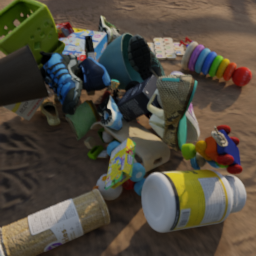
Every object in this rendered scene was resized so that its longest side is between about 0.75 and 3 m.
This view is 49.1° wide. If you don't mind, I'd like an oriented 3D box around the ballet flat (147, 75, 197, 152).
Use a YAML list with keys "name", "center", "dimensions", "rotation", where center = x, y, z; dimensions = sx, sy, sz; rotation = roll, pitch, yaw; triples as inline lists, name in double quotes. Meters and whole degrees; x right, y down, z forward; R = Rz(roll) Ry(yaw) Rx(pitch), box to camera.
- name: "ballet flat"
  center: [1.046, -0.357, 7.209]
  dimensions: [1.120, 2.975, 1.009]
  rotation: [12, 63, 13]

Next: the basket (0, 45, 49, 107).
- name: "basket"
  center: [-3.391, -1.279, 7.915]
  dimensions: [1.792, 1.616, 1.219]
  rotation: [-24, 35, -16]

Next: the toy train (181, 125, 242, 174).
- name: "toy train"
  center: [1.873, 0.483, 6.856]
  dimensions: [1.290, 2.230, 0.944]
  rotation: [-13, 60, 32]

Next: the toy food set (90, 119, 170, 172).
- name: "toy food set"
  center: [0.091, 0.449, 8.491]
  dimensions: [2.175, 0.657, 1.561]
  rotation: [39, 27, 25]

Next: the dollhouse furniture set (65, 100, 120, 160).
- name: "dollhouse furniture set"
  center: [-0.957, 0.025, 8.417]
  dimensions: [0.816, 1.626, 1.065]
  rotation: [-2, 34, 38]

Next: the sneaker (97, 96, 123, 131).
- name: "sneaker"
  center: [-0.497, -0.391, 8.318]
  dimensions: [0.580, 0.665, 1.479]
  rotation: [-40, 33, 20]

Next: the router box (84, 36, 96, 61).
- name: "router box"
  center: [-1.417, -2.708, 10.376]
  dimensions: [0.281, 0.822, 1.102]
  rotation: [-7, 73, -13]

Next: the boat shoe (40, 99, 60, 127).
- name: "boat shoe"
  center: [-2.764, -0.648, 9.949]
  dimensions: [0.530, 0.453, 1.445]
  rotation: [-17, 47, -28]

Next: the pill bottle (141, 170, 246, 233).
- name: "pill bottle"
  center: [1.632, 1.701, 6.816]
  dimensions: [2.385, 1.336, 1.336]
  rotation: [1, 41, -26]

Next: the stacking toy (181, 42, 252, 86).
- name: "stacking toy"
  center: [3.698, -2.548, 11.560]
  dimensions: [2.812, 1.200, 1.200]
  rotation: [27, 50, 20]

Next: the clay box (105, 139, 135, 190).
- name: "clay box"
  center: [-0.177, 0.884, 6.505]
  dimensions: [0.283, 0.684, 1.190]
  rotation: [32, 39, -21]

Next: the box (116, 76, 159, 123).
- name: "box"
  center: [0.368, -0.868, 8.556]
  dimensions: [1.288, 0.672, 0.953]
  rotation: [-24, 24, 43]

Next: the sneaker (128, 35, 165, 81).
- name: "sneaker"
  center: [0.676, -2.040, 9.395]
  dimensions: [0.838, 2.224, 0.881]
  rotation: [-14, 19, 31]

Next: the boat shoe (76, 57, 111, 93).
- name: "boat shoe"
  center: [-1.389, -1.740, 9.043]
  dimensions: [0.905, 1.110, 2.638]
  rotation: [-27, 19, -12]

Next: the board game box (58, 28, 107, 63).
- name: "board game box"
  center: [-2.649, -3.625, 12.855]
  dimensions: [2.617, 0.747, 2.673]
  rotation: [13, 46, 12]

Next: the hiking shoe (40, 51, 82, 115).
- name: "hiking shoe"
  center: [-1.969, -1.271, 7.922]
  dimensions: [1.118, 0.959, 2.578]
  rotation: [7, 38, -23]

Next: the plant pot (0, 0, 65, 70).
- name: "plant pot"
  center: [-3.260, -2.849, 9.006]
  dimensions: [1.849, 1.678, 1.840]
  rotation: [-47, 51, -12]

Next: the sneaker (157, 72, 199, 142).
- name: "sneaker"
  center: [1.766, -0.668, 8.623]
  dimensions: [0.857, 2.365, 1.349]
  rotation: [2, 49, 33]

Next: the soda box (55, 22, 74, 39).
- name: "soda box"
  center: [-2.263, -3.246, 9.390]
  dimensions: [0.399, 0.361, 1.138]
  rotation: [-45, 35, -19]

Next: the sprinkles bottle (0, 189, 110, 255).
- name: "sprinkles bottle"
  center: [-1.860, 2.376, 6.620]
  dimensions: [2.787, 0.951, 0.951]
  rotation: [-19, 48, -18]

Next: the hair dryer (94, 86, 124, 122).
- name: "hair dryer"
  center: [-0.836, -0.746, 10.179]
  dimensions: [2.801, 0.761, 2.133]
  rotation: [-20, 30, -24]

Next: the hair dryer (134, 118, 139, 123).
- name: "hair dryer"
  center: [0.236, -0.047, 9.550]
  dimensions: [0.863, 0.308, 1.132]
  rotation: [-27, 52, -26]

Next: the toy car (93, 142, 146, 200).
- name: "toy car"
  center: [-0.396, 1.386, 7.514]
  dimensions: [1.486, 1.314, 1.369]
  rotation: [-34, 41, -14]

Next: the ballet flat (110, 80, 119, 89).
- name: "ballet flat"
  center: [-0.408, -1.244, 8.046]
  dimensions: [0.263, 0.241, 0.766]
  rotation: [17, 11, -2]

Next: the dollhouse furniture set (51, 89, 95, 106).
- name: "dollhouse furniture set"
  center: [-2.104, -1.732, 10.514]
  dimensions: [1.549, 1.358, 1.029]
  rotation: [-6, 44, -24]

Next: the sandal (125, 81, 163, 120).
- name: "sandal"
  center: [0.759, -0.606, 9.319]
  dimensions: [2.263, 0.851, 0.542]
  rotation: [39, 52, -6]

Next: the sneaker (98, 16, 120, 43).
- name: "sneaker"
  center: [-0.961, -5.013, 14.413]
  dimensions: [0.959, 0.832, 2.164]
  rotation: [0, 46, -23]

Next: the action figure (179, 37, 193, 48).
- name: "action figure"
  center: [3.240, -3.481, 12.927]
  dimensions: [0.642, 0.507, 1.963]
  rotation: [-32, 57, -21]

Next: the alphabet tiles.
- name: "alphabet tiles"
  center: [1.751, -3.832, 13.513]
  dimensions: [1.862, 0.139, 1.904]
  rotation: [0, 45, 0]

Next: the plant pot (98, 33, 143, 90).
- name: "plant pot"
  center: [-0.306, -2.196, 10.088]
  dimensions: [1.339, 1.989, 1.989]
  rotation: [-13, 39, 27]

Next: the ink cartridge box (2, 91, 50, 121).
- name: "ink cartridge box"
  center: [-3.740, -1.241, 9.390]
  dimensions: [0.744, 1.785, 1.295]
  rotation: [35, 87, 38]
